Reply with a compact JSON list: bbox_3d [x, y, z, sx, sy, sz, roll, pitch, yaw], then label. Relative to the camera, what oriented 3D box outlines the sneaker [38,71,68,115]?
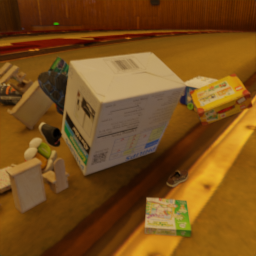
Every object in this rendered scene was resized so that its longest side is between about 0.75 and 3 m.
[{"bbox_3d":[-2.462,-0.992,10.775,1.165,2.970,1.119,-3,55,31],"label":"sneaker"}]

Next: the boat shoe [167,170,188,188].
[{"bbox_3d":[1.509,1.434,8.318,0.346,0.346,0.936,20,32,36],"label":"boat shoe"}]

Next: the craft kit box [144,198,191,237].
[{"bbox_3d":[0.954,2.175,6.897,1.070,0.260,1.057,2,28,5],"label":"craft kit box"}]

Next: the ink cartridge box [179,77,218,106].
[{"bbox_3d":[3.948,-1.765,14.171,2.899,1.107,1.978,22,32,34],"label":"ink cartridge box"}]

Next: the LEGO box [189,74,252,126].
[{"bbox_3d":[2.880,-0.903,8.847,1.573,0.607,1.171,-22,39,13],"label":"LEGO box"}]

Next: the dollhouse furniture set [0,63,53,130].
[{"bbox_3d":[-4.581,-1.270,12.195,2.571,2.253,1.708,25,73,43],"label":"dollhouse furniture set"}]

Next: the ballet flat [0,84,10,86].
[{"bbox_3d":[-6.770,-2.161,15.544,2.100,0.753,0.753,7,26,12],"label":"ballet flat"}]

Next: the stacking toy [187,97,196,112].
[{"bbox_3d":[3.241,-1.186,13.501,0.326,0.772,0.699,-13,17,-42],"label":"stacking toy"}]

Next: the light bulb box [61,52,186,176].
[{"bbox_3d":[-0.284,-0.467,8.655,2.930,2.956,1.844,-15,52,-32],"label":"light bulb box"}]

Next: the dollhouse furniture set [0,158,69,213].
[{"bbox_3d":[-3.295,1.130,7.946,2.500,1.221,2.132,22,33,38],"label":"dollhouse furniture set"}]

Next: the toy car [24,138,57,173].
[{"bbox_3d":[-2.865,0.957,8.875,0.821,0.959,1.095,-34,28,23],"label":"toy car"}]

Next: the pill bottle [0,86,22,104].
[{"bbox_3d":[-5.506,-1.653,14.147,1.788,0.950,0.950,2,25,2],"label":"pill bottle"}]

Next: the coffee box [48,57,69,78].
[{"bbox_3d":[-3.142,-2.617,13.474,0.340,0.950,1.545,28,-10,24],"label":"coffee box"}]

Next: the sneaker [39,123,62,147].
[{"bbox_3d":[-2.063,0.291,7.903,0.522,1.053,0.372,17,61,27],"label":"sneaker"}]
